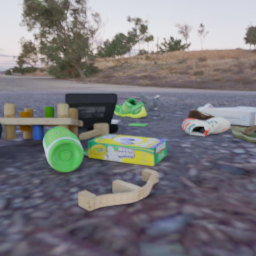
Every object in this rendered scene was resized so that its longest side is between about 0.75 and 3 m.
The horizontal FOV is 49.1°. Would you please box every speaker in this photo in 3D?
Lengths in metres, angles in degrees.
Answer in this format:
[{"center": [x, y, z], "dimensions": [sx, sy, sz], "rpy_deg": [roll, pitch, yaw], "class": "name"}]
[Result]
[{"center": [-1.488, 0.434, 6.279], "dimensions": [0.768, 0.768, 1.738], "rpy_deg": [-3, 10, -19], "class": "speaker"}]

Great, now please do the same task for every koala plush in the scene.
[{"center": [1.443, -1.545, 17.451], "dimensions": [1.228, 1.089, 1.129], "rpy_deg": [-7, 24, -38], "class": "koala plush"}]

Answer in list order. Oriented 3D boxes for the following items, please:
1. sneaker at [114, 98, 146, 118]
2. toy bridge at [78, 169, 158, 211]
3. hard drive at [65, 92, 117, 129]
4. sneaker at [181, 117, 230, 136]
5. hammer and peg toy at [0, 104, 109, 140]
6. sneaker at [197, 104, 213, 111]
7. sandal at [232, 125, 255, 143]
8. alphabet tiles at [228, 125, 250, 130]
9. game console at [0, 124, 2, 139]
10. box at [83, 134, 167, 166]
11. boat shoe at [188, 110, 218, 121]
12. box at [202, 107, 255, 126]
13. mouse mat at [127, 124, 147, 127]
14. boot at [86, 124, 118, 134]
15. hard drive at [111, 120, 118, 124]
[{"center": [0.096, -1.045, 14.365], "dimensions": [0.851, 0.960, 2.298], "rpy_deg": [-9, 13, -40], "class": "sneaker"}, {"center": [-0.022, 0.997, 4.484], "dimensions": [0.550, 0.223, 1.638], "rpy_deg": [10, 14, 42], "class": "toy bridge"}, {"center": [-1.337, -0.539, 9.906], "dimensions": [1.655, 0.390, 2.371], "rpy_deg": [-2, -20, -11], "class": "hard drive"}, {"center": [2.710, 0.049, 9.487], "dimensions": [1.682, 0.592, 0.786], "rpy_deg": [1, 26, -5], "class": "sneaker"}, {"center": [-2.011, -0.166, 8.079], "dimensions": [2.823, 0.995, 2.076], "rpy_deg": [0, -1, 1], "class": "hammer and peg toy"}, {"center": [4.382, -0.843, 14.579], "dimensions": [1.060, 0.589, 1.516], "rpy_deg": [10, 23, 40], "class": "sneaker"}, {"center": [3.908, 0.133, 8.705], "dimensions": [0.721, 0.518, 1.816], "rpy_deg": [-4, 10, -20], "class": "sandal"}, {"center": [4.736, -0.044, 11.165], "dimensions": [1.393, 0.063, 1.666], "rpy_deg": [3, 10, 20], "class": "alphabet tiles"}, {"center": [-4.185, 0.025, 5.472], "dimensions": [2.831, 1.647, 2.489], "rpy_deg": [-2, 32, -15], "class": "game console"}, {"center": [-0.102, 0.488, 6.855], "dimensions": [1.906, 0.461, 1.118], "rpy_deg": [2, 9, 23], "class": "box"}, {"center": [3.043, -0.244, 10.901], "dimensions": [0.691, 0.690, 1.868], "rpy_deg": [10, 12, -22], "class": "boat shoe"}, {"center": [5.141, -0.561, 12.325], "dimensions": [2.965, 0.610, 2.312], "rpy_deg": [-4, 8, -36], "class": "box"}, {"center": [0.419, -0.118, 11.703], "dimensions": [0.779, 0.029, 0.627], "rpy_deg": [3, 10, 25], "class": "mouse mat"}, {"center": [-0.900, 0.071, 9.613], "dimensions": [0.936, 0.346, 0.767], "rpy_deg": [-3, 5, 29], "class": "boot"}, {"center": [-1.013, -0.210, 11.869], "dimensions": [0.736, 0.149, 1.115], "rpy_deg": [5, 11, 26], "class": "hard drive"}]
